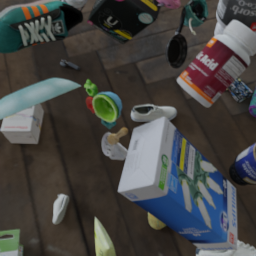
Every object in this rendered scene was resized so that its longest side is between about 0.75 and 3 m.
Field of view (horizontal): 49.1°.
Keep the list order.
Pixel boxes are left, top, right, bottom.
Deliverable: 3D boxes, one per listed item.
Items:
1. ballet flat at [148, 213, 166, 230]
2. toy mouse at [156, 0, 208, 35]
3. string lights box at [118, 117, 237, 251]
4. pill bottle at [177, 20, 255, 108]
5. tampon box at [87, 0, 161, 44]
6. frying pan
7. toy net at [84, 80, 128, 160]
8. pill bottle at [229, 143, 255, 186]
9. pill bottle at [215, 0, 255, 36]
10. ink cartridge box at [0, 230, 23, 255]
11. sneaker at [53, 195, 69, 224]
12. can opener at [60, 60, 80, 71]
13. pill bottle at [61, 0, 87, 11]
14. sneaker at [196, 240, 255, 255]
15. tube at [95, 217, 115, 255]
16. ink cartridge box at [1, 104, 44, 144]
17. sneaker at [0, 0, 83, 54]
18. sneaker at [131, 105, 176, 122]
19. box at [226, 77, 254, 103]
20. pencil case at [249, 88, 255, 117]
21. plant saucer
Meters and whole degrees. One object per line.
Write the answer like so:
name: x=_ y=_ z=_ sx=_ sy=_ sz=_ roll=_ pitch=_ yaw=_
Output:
ballet flat: x=1.254 y=1.860 z=8.201 sx=0.796 sy=0.796 sz=2.252 roll=27 pitch=65 yaw=14
toy mouse: x=1.320 y=-3.401 z=7.448 sx=2.804 sy=0.543 sz=2.492 roll=2 pitch=70 yaw=-41
string lights box: x=1.104 y=1.193 z=5.394 sx=0.799 sy=2.710 sz=1.393 roll=-22 pitch=39 yaw=38
pill bottle: x=2.402 y=-1.675 z=7.441 sx=1.189 sy=1.189 sz=2.082 roll=47 pitch=108 yaw=22
tampon box: x=-0.086 y=-3.778 z=8.615 sx=1.492 sy=1.990 sz=1.257 roll=25 pitch=72 yaw=-25
frying pan: x=1.256 y=-2.347 z=7.514 sx=0.918 sy=1.518 sz=0.247 roll=-33 pitch=35 yaw=-33
toy net: x=-0.482 y=0.014 z=5.718 sx=1.026 sy=1.956 sz=0.378 roll=22 pitch=47 yaw=27
pill bottle: x=2.704 y=0.777 z=5.912 sx=0.734 sy=1.312 sz=0.734 roll=5 pitch=62 yaw=-9
pill bottle: x=3.661 y=-3.888 z=8.462 sx=1.681 sy=2.902 sz=1.681 roll=-1 pitch=62 yaw=2
ink cartridge box: x=-3.251 y=3.510 z=7.502 sx=0.719 sy=0.411 sz=1.386 roll=-6 pitch=62 yaw=-3
sneaker: x=-2.037 y=2.382 z=8.208 sx=0.349 sy=0.331 sz=0.866 roll=7 pitch=56 yaw=15
can opener: x=-2.266 y=-2.399 z=10.859 sx=0.833 sy=0.222 sz=0.278 roll=29 pitch=98 yaw=14
pill bottle: x=-1.719 y=-4.200 z=9.061 sx=0.761 sy=1.314 sz=0.761 roll=-3 pitch=98 yaw=-19
sneaker: x=3.021 y=3.391 z=7.237 sx=2.569 sy=0.938 sz=0.909 roll=-5 pitch=72 yaw=-2
tube: x=-0.484 y=2.430 z=5.673 sx=0.482 sy=1.662 sz=0.431 roll=17 pitch=50 yaw=14
ink cartridge box: x=-3.446 y=-0.231 z=9.229 sx=0.946 sy=0.929 sz=1.285 roll=1 pitch=62 yaw=0
sneaker: x=-2.339 y=-2.776 z=7.527 sx=1.140 sy=1.018 sz=2.853 roll=20 pitch=46 yaw=21
sneaker: x=0.895 y=-0.514 z=9.593 sx=1.594 sy=0.564 sz=0.582 roll=-7 pitch=62 yaw=-4
box: x=4.053 y=-1.400 z=10.282 sx=0.678 sy=0.196 sz=0.853 roll=-27 pitch=65 yaw=-14
pencil case: x=4.796 y=-1.115 z=9.850 sx=0.742 sy=0.683 sz=1.606 roll=27 pitch=65 yaw=7
plant saucer: x=-2.028 y=-0.657 z=5.939 sx=2.074 sy=2.074 sz=0.399 roll=-26 pitch=102 yaw=-13
